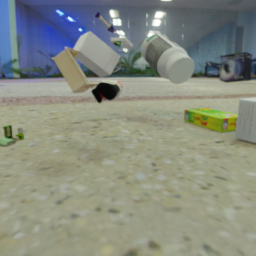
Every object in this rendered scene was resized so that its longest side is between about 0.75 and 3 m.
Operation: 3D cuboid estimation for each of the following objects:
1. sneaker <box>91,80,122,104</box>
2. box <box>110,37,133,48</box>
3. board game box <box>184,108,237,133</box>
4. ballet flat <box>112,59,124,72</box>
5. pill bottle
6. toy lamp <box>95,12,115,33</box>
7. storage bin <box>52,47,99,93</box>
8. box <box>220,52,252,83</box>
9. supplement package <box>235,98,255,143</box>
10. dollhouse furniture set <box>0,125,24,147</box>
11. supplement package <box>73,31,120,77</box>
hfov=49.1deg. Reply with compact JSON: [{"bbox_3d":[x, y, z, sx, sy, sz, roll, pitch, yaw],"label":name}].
[{"bbox_3d":[-0.477,-1.181,8.169,0.800,0.602,1.711,-36,11,-21],"label":"sneaker"},{"bbox_3d":[-0.255,-3.475,11.473,0.655,0.165,0.907,4,-3,19],"label":"box"},{"bbox_3d":[3.569,-0.382,11.899,1.203,0.564,2.369,-6,14,-24],"label":"board game box"},{"bbox_3d":[-0.872,-2.810,13.086,1.447,0.537,0.537,-11,11,11],"label":"ballet flat"},{"bbox_3d":[1.795,-3.211,12.976,1.530,1.530,2.705,-6,38,-23],"label":"pill bottle"},{"bbox_3d":[-1.037,-4.838,12.948,0.329,0.329,1.129,16,-19,50],"label":"toy lamp"},{"bbox_3d":[-1.305,-1.436,7.134,0.475,1.014,1.007,-31,2,14],"label":"storage bin"},{"bbox_3d":[3.195,-1.779,8.326,0.486,0.782,0.788,-2,4,-43],"label":"box"},{"bbox_3d":[4.955,-0.137,8.916,1.376,1.429,2.513,-7,14,-33],"label":"supplement package"},{"bbox_3d":[-4.041,0.249,9.381,0.628,0.481,0.959,4,14,18],"label":"dollhouse furniture set"},{"bbox_3d":[-1.326,-2.944,11.370,1.616,0.968,0.980,34,-13,-29],"label":"supplement package"}]
